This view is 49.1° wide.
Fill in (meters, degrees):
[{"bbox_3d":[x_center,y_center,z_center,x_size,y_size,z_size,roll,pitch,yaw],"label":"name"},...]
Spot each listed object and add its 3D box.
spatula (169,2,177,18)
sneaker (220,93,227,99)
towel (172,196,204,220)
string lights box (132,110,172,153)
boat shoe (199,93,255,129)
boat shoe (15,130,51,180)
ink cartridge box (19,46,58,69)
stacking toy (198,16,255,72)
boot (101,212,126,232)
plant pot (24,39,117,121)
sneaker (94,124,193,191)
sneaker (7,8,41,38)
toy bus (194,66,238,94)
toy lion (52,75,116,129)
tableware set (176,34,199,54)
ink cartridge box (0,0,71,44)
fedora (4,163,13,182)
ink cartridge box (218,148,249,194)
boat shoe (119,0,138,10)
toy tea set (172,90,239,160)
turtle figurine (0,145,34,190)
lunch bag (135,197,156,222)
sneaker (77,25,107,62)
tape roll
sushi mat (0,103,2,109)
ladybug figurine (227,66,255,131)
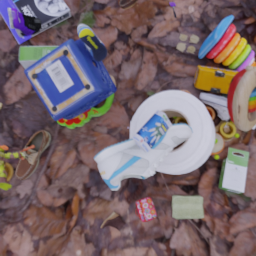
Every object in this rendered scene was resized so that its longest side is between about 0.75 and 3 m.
[{"bbox_3d":[2.072,-5.329,12.661,0.248,0.090,0.879,-8,77,-8],"label":"spatula"},{"bbox_3d":[4.232,-1.046,11.234,1.230,0.477,0.561,34,73,8],"label":"sneaker"},{"bbox_3d":[2.170,2.893,10.194,1.155,0.211,0.857,1,75,0],"label":"towel"},{"bbox_3d":[0.595,0.091,6.915,0.974,0.500,0.287,-48,41,-10],"label":"string lights box"},{"bbox_3d":[3.817,-0.632,10.719,2.408,0.886,0.787,24,109,15],"label":"boat shoe"},{"bbox_3d":[-3.654,0.959,10.485,0.773,0.733,2.042,22,75,6],"label":"boat shoe"},{"bbox_3d":[-3.102,-2.732,11.344,2.231,1.158,0.661,-1,75,0],"label":"ink cartridge box"},{"bbox_3d":[4.497,-2.912,11.380,2.903,1.593,1.685,36,67,-1],"label":"stacking toy"},{"bbox_3d":[-0.527,3.468,9.990,0.634,0.276,0.762,43,75,13],"label":"boot"},{"bbox_3d":[-1.830,-1.501,8.863,2.092,1.881,2.092,-30,95,12],"label":"plant pot"},{"bbox_3d":[0.579,0.772,8.076,2.955,1.131,1.194,-23,79,-9],"label":"sneaker"},{"bbox_3d":[-2.920,-3.052,8.051,0.777,1.563,0.543,-8,94,-8],"label":"sneaker"},{"bbox_3d":[3.954,-1.820,11.100,2.508,0.982,0.816,9,115,3],"label":"toy bus"},{"bbox_3d":[-1.856,-1.070,11.140,2.424,0.832,2.323,11,81,3],"label":"toy lion"},{"bbox_3d":[2.586,-3.672,12.171,0.845,0.117,1.012,17,75,4],"label":"tableware set"},{"bbox_3d":[-4.329,-5.412,12.447,2.667,0.579,2.642,-32,77,-8],"label":"ink cartridge box"},{"bbox_3d":[-4.688,1.732,10.457,0.882,0.360,0.882,1,70,-3],"label":"fedora"},{"bbox_3d":[3.944,1.591,10.444,0.796,0.455,1.534,14,74,4],"label":"ink cartridge box"},{"bbox_3d":[0.186,-3.909,8.156,1.134,0.399,0.399,-27,70,22],"label":"boat shoe"},{"bbox_3d":[2.743,-0.239,10.642,2.977,1.102,1.770,38,77,10],"label":"toy tea set"},{"bbox_3d":[-3.321,0.954,7.291,1.720,0.554,1.387,-9,50,-11],"label":"turtle figurine"},{"bbox_3d":[0.603,2.967,10.130,0.710,0.330,0.806,-18,74,0],"label":"lunch bag"},{"bbox_3d":[-1.040,-2.487,8.167,0.486,1.315,0.541,-35,54,1],"label":"sneaker"},{"bbox_3d":[1.550,0.185,10.020,2.946,1.030,2.946,-5,77,23],"label":"tape roll"},{"bbox_3d":[-6.243,-0.761,11.302,2.202,0.133,1.054,16,74,4],"label":"sushi mat"},{"bbox_3d":[3.627,-0.928,8.698,1.481,2.183,0.785,-29,37,-27],"label":"ladybug figurine"}]
